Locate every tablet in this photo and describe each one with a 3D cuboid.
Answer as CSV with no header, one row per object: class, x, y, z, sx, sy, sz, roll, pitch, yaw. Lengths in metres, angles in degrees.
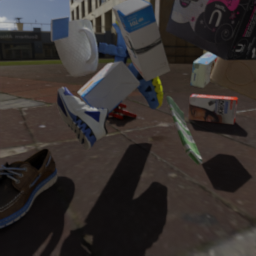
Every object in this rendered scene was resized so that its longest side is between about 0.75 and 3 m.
tablet,-1.879,-2.738,7.731,0.061,0.579,0.889,16,29,13

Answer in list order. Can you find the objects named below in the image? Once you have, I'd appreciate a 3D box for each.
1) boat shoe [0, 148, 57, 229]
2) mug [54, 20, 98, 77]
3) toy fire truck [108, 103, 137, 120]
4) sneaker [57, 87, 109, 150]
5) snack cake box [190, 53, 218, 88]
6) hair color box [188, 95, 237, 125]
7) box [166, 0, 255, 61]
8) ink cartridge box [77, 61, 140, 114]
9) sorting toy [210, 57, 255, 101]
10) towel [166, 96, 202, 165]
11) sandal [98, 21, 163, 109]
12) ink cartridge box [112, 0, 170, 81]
boat shoe,-2.463,1.188,6.146,0.936,0.938,2.591,3,17,11
mug,-1.585,-2.649,9.370,1.374,1.632,1.861,-20,9,-32
toy fire truck,-0.316,-0.761,13.253,1.032,0.689,1.229,17,2,-44
sneaker,-0.747,-0.225,5.048,0.691,0.483,1.196,-26,71,-30
snack cake box,2.908,-2.207,10.565,0.523,0.896,1.558,17,34,27
hair color box,3.775,-0.849,12.550,1.986,1.101,0.635,8,18,26
box,1.864,-2.305,5.791,1.081,1.245,1.884,-11,39,-33
ink cartridge box,-0.544,-0.905,6.410,1.083,0.638,1.881,-43,17,-4
sorting toy,3.563,-1.969,7.412,2.102,2.844,0.419,23,-16,7
towel,1.099,0.063,5.456,0.143,1.220,0.931,-24,-29,19
sandal,0.098,-1.852,8.587,1.290,2.964,1.178,-28,1,10
ink cartridge box,0.334,-2.232,7.035,0.736,1.714,1.255,-24,35,-2
